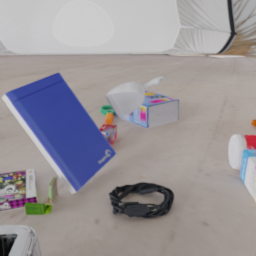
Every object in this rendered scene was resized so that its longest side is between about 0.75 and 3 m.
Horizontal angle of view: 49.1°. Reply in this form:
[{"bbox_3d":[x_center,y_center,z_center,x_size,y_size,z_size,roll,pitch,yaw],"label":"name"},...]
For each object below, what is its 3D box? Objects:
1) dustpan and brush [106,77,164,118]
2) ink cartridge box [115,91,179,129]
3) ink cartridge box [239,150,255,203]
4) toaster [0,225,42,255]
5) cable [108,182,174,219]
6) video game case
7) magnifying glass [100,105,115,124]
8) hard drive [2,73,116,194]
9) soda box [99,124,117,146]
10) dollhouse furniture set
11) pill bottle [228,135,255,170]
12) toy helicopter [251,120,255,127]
[{"bbox_3d":[0.267,-0.980,7.747,1.605,1.120,0.459,-19,54,8],"label":"dustpan and brush"},{"bbox_3d":[0.628,-0.915,12.224,1.821,1.019,2.669,-14,22,-35],"label":"ink cartridge box"},{"bbox_3d":[3.519,1.333,6.127,1.386,0.817,2.407,2,20,4],"label":"ink cartridge box"},{"bbox_3d":[-1.651,2.102,3.262,1.146,1.303,2.017,-2,20,-2],"label":"toaster"},{"bbox_3d":[0.309,1.585,6.253,1.443,0.367,1.177,-6,15,-10],"label":"cable"},{"bbox_3d":[-2.942,1.474,6.562,1.522,0.272,1.379,-6,21,-17],"label":"video game case"},{"bbox_3d":[-0.811,-0.650,12.560,0.959,0.270,2.408,0,20,-1],"label":"magnifying glass"},{"bbox_3d":[-1.602,0.026,7.128,0.349,2.753,1.816,-31,7,38],"label":"hard drive"},{"bbox_3d":[-0.779,0.340,9.410,0.539,0.488,1.539,5,19,9],"label":"soda box"},{"bbox_3d":[-1.855,1.518,6.101,0.390,0.505,1.010,1,21,3],"label":"dollhouse furniture set"},{"bbox_3d":[3.760,0.688,7.712,1.739,0.976,0.976,2,20,4],"label":"pill bottle"},{"bbox_3d":[6.151,-0.296,10.651,2.512,0.991,1.661,7,13,-13],"label":"toy helicopter"}]
